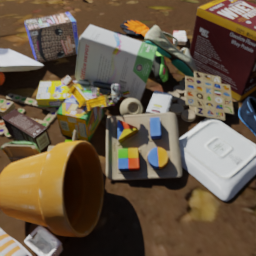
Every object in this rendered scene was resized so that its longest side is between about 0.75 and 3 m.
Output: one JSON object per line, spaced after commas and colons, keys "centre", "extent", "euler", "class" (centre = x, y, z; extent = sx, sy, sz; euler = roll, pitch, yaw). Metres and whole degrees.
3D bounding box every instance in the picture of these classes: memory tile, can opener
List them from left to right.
{"centre": [-1.265, -1.587, 10.823], "extent": [1.373, 0.362, 0.456], "euler": [11, 25, 7], "class": "can opener"}
{"centre": [2.391, -1.152, 11.294], "extent": [1.646, 0.180, 2.147], "euler": [30, 52, 26], "class": "memory tile"}

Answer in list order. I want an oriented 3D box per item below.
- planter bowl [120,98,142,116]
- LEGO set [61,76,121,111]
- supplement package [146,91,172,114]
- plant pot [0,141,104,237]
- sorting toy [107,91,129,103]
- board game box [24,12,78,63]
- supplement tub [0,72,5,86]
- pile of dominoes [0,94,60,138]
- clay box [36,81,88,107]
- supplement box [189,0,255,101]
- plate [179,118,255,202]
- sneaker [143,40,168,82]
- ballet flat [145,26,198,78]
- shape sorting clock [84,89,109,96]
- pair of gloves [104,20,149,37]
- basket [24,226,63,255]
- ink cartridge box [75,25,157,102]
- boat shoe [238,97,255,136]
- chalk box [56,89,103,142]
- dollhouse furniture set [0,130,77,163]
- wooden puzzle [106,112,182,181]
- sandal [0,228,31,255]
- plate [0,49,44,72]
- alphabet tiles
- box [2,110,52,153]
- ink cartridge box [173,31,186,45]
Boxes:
{"centre": [0.141, -0.670, 9.875], "extent": [0.814, 0.548, 0.814], "euler": [0, 89, -8], "class": "planter bowl"}
{"centre": [-1.196, -1.088, 9.330], "extent": [2.165, 0.996, 0.806], "euler": [13, 8, 24], "class": "LEGO set"}
{"centre": [1.088, -0.579, 10.179], "extent": [0.678, 0.952, 1.222], "euler": [15, 48, 10], "class": "supplement package"}
{"centre": [-2.072, 1.578, 7.381], "extent": [2.155, 2.354, 2.354], "euler": [-5, 44, 17], "class": "plant pot"}
{"centre": [-0.621, -1.109, 10.760], "extent": [0.706, 0.248, 1.465], "euler": [-20, 6, -41], "class": "sorting toy"}
{"centre": [-3.521, -4.233, 13.199], "extent": [2.144, 1.709, 1.038], "euler": [-20, 50, -17], "class": "board game box"}
{"centre": [-5.991, -2.272, 11.934], "extent": [1.335, 0.818, 0.818], "euler": [22, 50, 20], "class": "supplement tub"}
{"centre": [-4.166, -0.534, 10.519], "extent": [2.683, 0.427, 2.091], "euler": [14, 48, 14], "class": "pile of dominoes"}
{"centre": [-2.550, -1.357, 11.132], "extent": [1.961, 0.467, 1.127], "euler": [0, 47, -5], "class": "clay box"}
{"centre": [4.290, -3.277, 11.409], "extent": [1.951, 2.938, 2.898], "euler": [-32, 54, -27], "class": "supplement box"}
{"centre": [2.982, 0.760, 9.276], "extent": [2.630, 0.426, 2.636], "euler": [-31, 54, -27], "class": "plate"}
{"centre": [0.961, -2.876, 12.519], "extent": [1.222, 1.120, 2.918], "euler": [-22, 44, 2], "class": "sneaker"}
{"centre": [2.030, -3.176, 11.747], "extent": [0.917, 2.942, 0.992], "euler": [-58, 20, -2], "class": "ballet flat"}
{"centre": [-1.271, -1.793, 11.846], "extent": [1.377, 0.270, 1.377], "euler": [0, 46, 0], "class": "shape sorting clock"}
{"centre": [-0.130, -5.010, 14.835], "extent": [2.580, 0.319, 2.298], "euler": [-33, 53, -23], "class": "pair of gloves"}
{"centre": [-2.107, 2.977, 7.074], "extent": [0.810, 0.499, 0.549], "euler": [27, 52, 25], "class": "basket"}
{"centre": [-0.516, -2.484, 10.914], "extent": [2.783, 2.022, 1.218], "euler": [17, 44, -1], "class": "ink cartridge box"}
{"centre": [4.881, -0.039, 9.682], "extent": [1.145, 0.934, 2.721], "euler": [-26, 51, -23], "class": "boat shoe"}
{"centre": [-1.592, -0.625, 10.109], "extent": [1.139, 1.145, 1.840], "euler": [14, 49, 13], "class": "chalk box"}
{"centre": [-2.603, 0.636, 8.726], "extent": [2.066, 1.353, 1.037], "euler": [2, 49, 2], "class": "dollhouse furniture set"}
{"centre": [0.470, 0.509, 8.859], "extent": [2.361, 0.547, 2.187], "euler": [-2, 68, 1], "class": "wooden puzzle"}
{"centre": [-3.457, 2.874, 6.676], "extent": [2.962, 0.849, 1.135], "euler": [33, 70, 22], "class": "sandal"}
{"centre": [-5.519, -2.964, 12.325], "extent": [2.552, 0.412, 2.546], "euler": [26, 23, 23], "class": "plate"}
{"centre": [3.079, -1.265, 10.712], "extent": [1.841, 0.070, 2.213], "euler": [11, 55, -4], "class": "alphabet tiles"}
{"centre": [-3.395, 0.112, 9.403], "extent": [1.647, 0.825, 0.617], "euler": [25, 50, 24], "class": "box"}
{"centre": [2.665, -4.615, 14.511], "extent": [0.624, 0.362, 1.072], "euler": [3, 45, 3], "class": "ink cartridge box"}
